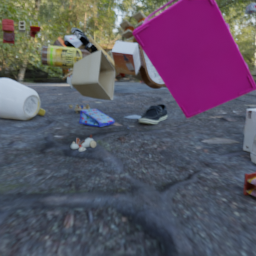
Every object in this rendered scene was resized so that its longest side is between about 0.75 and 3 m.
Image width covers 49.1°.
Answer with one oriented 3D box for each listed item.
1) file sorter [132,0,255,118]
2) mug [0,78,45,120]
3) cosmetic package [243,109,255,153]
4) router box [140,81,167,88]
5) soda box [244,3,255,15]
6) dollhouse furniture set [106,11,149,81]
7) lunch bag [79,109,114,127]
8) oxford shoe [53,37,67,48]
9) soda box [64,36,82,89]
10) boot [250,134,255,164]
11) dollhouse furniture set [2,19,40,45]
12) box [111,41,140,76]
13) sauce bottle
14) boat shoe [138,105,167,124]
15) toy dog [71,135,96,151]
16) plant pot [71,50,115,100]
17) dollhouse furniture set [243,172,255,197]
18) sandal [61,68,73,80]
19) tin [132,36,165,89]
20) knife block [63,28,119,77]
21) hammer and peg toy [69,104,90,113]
[{"bbox_3d":[1.785,-2.071,7.364,1.901,2.735,1.715,-24,26,29],"label":"file sorter"},{"bbox_3d":[-5.090,-1.291,13.302,1.961,1.913,2.389,15,23,26],"label":"mug"},{"bbox_3d":[4.488,0.041,8.155,2.239,1.263,0.908,-8,14,-27],"label":"cosmetic package"},{"bbox_3d":[1.657,-2.471,13.898,1.726,0.422,1.549,7,-10,-18],"label":"router box"},{"bbox_3d":[4.432,-4.278,10.065,0.240,0.259,0.758,14,14,5],"label":"soda box"},{"bbox_3d":[0.259,-3.258,12.418,2.592,2.620,1.350,-23,-20,30],"label":"dollhouse furniture set"},{"bbox_3d":[-1.270,-0.359,11.931,1.273,0.599,0.958,19,18,33],"label":"lunch bag"},{"bbox_3d":[-2.545,-2.984,11.106,0.490,1.344,0.479,-37,-26,6],"label":"oxford shoe"},{"bbox_3d":[-2.524,-3.143,13.461,0.759,2.383,0.812,-14,39,-25],"label":"soda box"},{"bbox_3d":[3.667,0.473,6.178,0.917,1.192,2.493,-4,12,-16],"label":"boot"},{"bbox_3d":[-3.071,-2.733,8.054,1.028,0.418,0.553,-2,-26,-19],"label":"dollhouse furniture set"},{"bbox_3d":[-0.057,-2.408,9.732,0.782,0.546,1.027,12,-29,16],"label":"box"},{"bbox_3d":[-1.601,-2.097,8.429,1.938,0.627,0.627,2,12,-6],"label":"sauce bottle"},{"bbox_3d":[1.138,-0.628,12.611,0.876,0.731,2.347,9,16,28],"label":"boat shoe"},{"bbox_3d":[-1.325,0.418,8.445,0.515,0.376,0.780,8,14,34],"label":"toy dog"},{"bbox_3d":[-0.964,-1.346,7.544,0.878,0.991,0.992,-5,-24,18],"label":"plant pot"},{"bbox_3d":[2.739,1.065,5.223,1.061,0.432,0.571,-6,13,-26],"label":"dollhouse furniture set"},{"bbox_3d":[-1.982,-2.030,9.226,0.642,0.576,1.751,-32,15,9],"label":"sandal"},{"bbox_3d":[0.986,-2.674,10.522,1.340,2.394,0.501,-18,6,-30],"label":"tin"},{"bbox_3d":[-1.450,-2.849,10.708,0.869,2.385,2.716,-39,29,9],"label":"knife block"},{"bbox_3d":[-2.680,-1.033,15.336,1.137,0.401,0.836,-2,14,-7],"label":"hammer and peg toy"}]
